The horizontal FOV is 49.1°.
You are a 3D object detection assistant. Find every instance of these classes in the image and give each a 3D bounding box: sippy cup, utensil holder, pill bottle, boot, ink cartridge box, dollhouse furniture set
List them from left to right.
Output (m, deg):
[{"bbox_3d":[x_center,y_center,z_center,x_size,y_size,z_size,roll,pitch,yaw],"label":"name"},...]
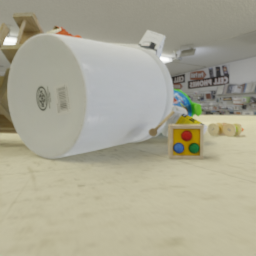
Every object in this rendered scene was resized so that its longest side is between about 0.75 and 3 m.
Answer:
[{"bbox_3d":[-3.575,-1.344,7.927,2.112,2.997,2.100,1,-29,8],"label":"dollhouse furniture set"},{"bbox_3d":[-1.777,-2.569,8.047,0.578,0.826,1.541,-13,23,23],"label":"boot"},{"bbox_3d":[-0.757,-0.716,6.359,2.515,2.515,2.960,3,8,36],"label":"utensil holder"},{"bbox_3d":[0.521,-1.990,8.239,0.606,1.448,1.050,21,-38,9],"label":"ink cartridge box"},{"bbox_3d":[0.589,-0.435,8.739,2.281,1.304,1.304,16,1,-11],"label":"pill bottle"},{"bbox_3d":[1.390,-0.537,10.387,2.271,1.783,1.664,-45,-11,26],"label":"sippy cup"},{"bbox_3d":[1.618,-0.053,7.881,1.048,0.599,0.599,32,17,22],"label":"pill bottle"}]

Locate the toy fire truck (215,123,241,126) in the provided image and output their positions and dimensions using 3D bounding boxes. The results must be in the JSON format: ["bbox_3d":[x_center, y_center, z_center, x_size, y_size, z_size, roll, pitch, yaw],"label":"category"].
[{"bbox_3d":[4.687,-0.063,13.337,0.775,0.268,1.099,-3,5,-29],"label":"toy fire truck"}]

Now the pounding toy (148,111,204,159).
[{"bbox_3d":[0.925,0.126,5.509,1.045,0.918,0.478,0,4,4],"label":"pounding toy"}]

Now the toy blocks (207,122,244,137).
[{"bbox_3d":[3.707,0.038,10.270,1.086,0.473,1.303,3,5,45],"label":"toy blocks"}]

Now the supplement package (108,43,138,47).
[{"bbox_3d":[-1.078,-1.787,10.543,2.614,2.010,2.734,12,40,32],"label":"supplement package"}]
